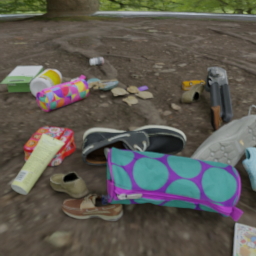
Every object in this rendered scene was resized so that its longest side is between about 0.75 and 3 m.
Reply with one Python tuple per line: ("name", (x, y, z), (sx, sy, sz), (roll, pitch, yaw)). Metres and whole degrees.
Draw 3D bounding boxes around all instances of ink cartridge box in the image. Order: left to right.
("ink cartridge box", (-5.013, -2.268, 13.538), (1.309, 0.747, 2.521), (-1, 29, -2))

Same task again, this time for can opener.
("can opener", (3.636, -1.348, 11.430), (0.798, 1.000, 2.992), (10, 53, -2))

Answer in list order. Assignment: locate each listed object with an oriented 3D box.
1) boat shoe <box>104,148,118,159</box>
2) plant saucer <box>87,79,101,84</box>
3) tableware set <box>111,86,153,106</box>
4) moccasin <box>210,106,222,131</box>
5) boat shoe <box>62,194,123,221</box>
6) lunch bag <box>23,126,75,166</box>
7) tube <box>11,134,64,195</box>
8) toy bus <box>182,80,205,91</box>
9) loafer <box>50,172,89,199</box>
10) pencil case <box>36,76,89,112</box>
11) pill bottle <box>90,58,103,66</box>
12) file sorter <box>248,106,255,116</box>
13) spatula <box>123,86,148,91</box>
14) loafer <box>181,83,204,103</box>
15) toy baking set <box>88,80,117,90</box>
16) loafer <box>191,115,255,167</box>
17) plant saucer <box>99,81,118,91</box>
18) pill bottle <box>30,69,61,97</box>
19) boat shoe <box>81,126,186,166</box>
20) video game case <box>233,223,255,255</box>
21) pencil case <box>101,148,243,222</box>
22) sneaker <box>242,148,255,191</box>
("boat shoe", (-0.398, 0.739, 7.807), (0.307, 0.341, 0.965), (-15, 10, -23))
("plant saucer", (-1.767, -2.419, 14.464), (0.754, 0.145, 0.754), (1, 28, 0))
("tableware set", (0.176, -1.517, 12.648), (1.729, 0.201, 1.444), (-17, 40, -36))
("moccasin", (3.066, -0.320, 9.690), (0.382, 0.989, 0.362), (-16, 26, -5))
("boat shoe", (-0.820, 1.748, 6.422), (1.412, 0.507, 0.535), (2, 29, 3))
("lunch bag", (-2.299, 0.554, 8.577), (1.331, 0.619, 1.512), (9, 30, 7))
("tube", (-2.398, 0.926, 7.455), (0.457, 0.510, 1.759), (-14, 38, 38))
("toy bus", (3.156, -2.064, 13.527), (1.037, 0.406, 0.338), (-5, 27, -8))
("loafer", (-1.482, 1.330, 6.985), (1.414, 0.477, 0.538), (6, 18, 43))
("pencil case", (-2.711, -1.463, 11.836), (1.009, 1.009, 2.282), (21, 36, 33))
("pill bottle", (-1.928, -4.043, 17.125), (0.771, 0.447, 0.447), (-12, 31, -20))
("file sorter", (5.054, -0.206, 9.466), (1.678, 1.045, 1.164), (-7, 30, -13))
("spatula", (0.132, -1.818, 13.339), (1.570, 0.161, 0.444), (-5, 28, -9))
("loafer", (2.950, -1.465, 12.308), (0.532, 0.600, 1.578), (25, 47, 36))
("toy baking set", (-1.375, -2.066, 13.608), (1.302, 0.197, 1.696), (13, 30, 35))
("loafer", (2.734, 0.542, 8.022), (2.855, 0.998, 0.996), (-28, 9, -21))
("plant saucer", (-0.890, -1.978, 13.423), (0.964, 0.186, 0.964), (-18, 19, 6))
("pill bottle", (-3.728, -2.101, 12.986), (0.993, 0.993, 1.818), (4, 29, 7))
("boat shoe", (0.177, 0.595, 7.953), (2.996, 1.076, 1.013), (-2, 29, 0))
("video game case", (2.640, 2.480, 5.466), (1.108, 0.139, 1.217), (11, 30, 18))
("pencil case", (0.920, 1.237, 6.176), (2.901, 1.235, 1.341), (8, 33, -6))
("sneaker", (3.220, 1.065, 7.336), (0.484, 0.437, 1.182), (10, 61, 4))
